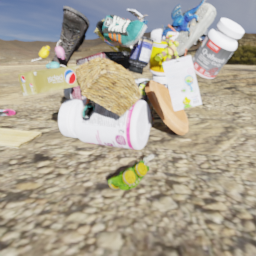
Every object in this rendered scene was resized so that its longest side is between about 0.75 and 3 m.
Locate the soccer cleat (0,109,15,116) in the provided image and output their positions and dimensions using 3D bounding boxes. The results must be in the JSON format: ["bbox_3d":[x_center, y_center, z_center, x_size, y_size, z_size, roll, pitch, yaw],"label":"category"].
[{"bbox_3d":[-5.925,-0.753,13.508,0.919,0.321,0.397,-4,17,-13],"label":"soccer cleat"}]

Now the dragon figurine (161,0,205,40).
[{"bbox_3d":[1.542,-3.176,8.070,0.861,1.733,0.510,12,57,-14],"label":"dragon figurine"}]

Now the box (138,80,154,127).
[{"bbox_3d":[0.744,-0.946,11.424,0.327,1.882,1.036,3,17,19],"label":"box"}]

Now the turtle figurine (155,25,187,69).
[{"bbox_3d":[1.141,-2.187,7.870,0.378,1.173,0.946,18,63,46],"label":"turtle figurine"}]

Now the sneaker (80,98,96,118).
[{"bbox_3d":[-1.059,-0.710,8.122,0.332,0.932,0.372,22,-6,-37],"label":"sneaker"}]

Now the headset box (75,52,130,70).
[{"bbox_3d":[-0.948,-2.624,11.479,1.960,0.757,1.459,-3,9,43],"label":"headset box"}]

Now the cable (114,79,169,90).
[{"bbox_3d":[0.805,-1.806,14.378,2.974,1.030,2.975,-4,-3,-31],"label":"cable"}]

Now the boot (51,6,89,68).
[{"bbox_3d":[-2.533,-3.023,11.117,1.027,2.582,2.966,24,-14,-2],"label":"boot"}]

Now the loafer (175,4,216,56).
[{"bbox_3d":[2.488,-3.558,10.458,0.733,2.100,0.734,12,37,-45],"label":"loafer"}]

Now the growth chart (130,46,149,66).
[{"bbox_3d":[0.308,-3.399,12.028,1.658,0.147,1.200,39,27,-11],"label":"growth chart"}]

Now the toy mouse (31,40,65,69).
[{"bbox_3d":[-2.589,-2.479,10.020,1.115,1.254,0.243,41,-9,-26],"label":"toy mouse"}]

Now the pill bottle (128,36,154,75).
[{"bbox_3d":[0.407,-2.498,9.677,0.684,1.224,0.684,15,11,-3],"label":"pill bottle"}]

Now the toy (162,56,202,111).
[{"bbox_3d":[1.250,-1.022,6.532,0.660,1.147,0.271,-14,4,4],"label":"toy"}]

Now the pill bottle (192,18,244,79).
[{"bbox_3d":[3.108,-2.776,9.903,1.106,1.909,1.106,15,44,-15],"label":"pill bottle"}]

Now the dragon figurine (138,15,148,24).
[{"bbox_3d":[0.471,-3.409,8.927,0.374,0.221,0.753,-27,-9,-35],"label":"dragon figurine"}]

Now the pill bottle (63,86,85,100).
[{"bbox_3d":[-2.669,-2.070,16.385,2.165,1.186,1.186,10,20,31],"label":"pill bottle"}]

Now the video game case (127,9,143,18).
[{"bbox_3d":[0.324,-5.048,12.379,0.558,0.070,0.779,24,11,-34],"label":"video game case"}]

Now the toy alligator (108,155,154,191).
[{"bbox_3d":[0.205,1.144,6.930,0.642,0.465,1.936,-28,-4,40],"label":"toy alligator"}]

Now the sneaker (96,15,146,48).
[{"bbox_3d":[-0.320,-3.051,8.704,0.870,0.777,2.177,30,-6,-33],"label":"sneaker"}]

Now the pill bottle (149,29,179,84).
[{"bbox_3d":[1.511,-3.032,12.024,1.175,2.151,1.175,0,32,0],"label":"pill bottle"}]

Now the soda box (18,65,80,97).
[{"bbox_3d":[-2.028,-1.336,7.773,0.632,0.598,1.867,-3,14,37],"label":"soda box"}]

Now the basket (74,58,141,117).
[{"bbox_3d":[-0.471,-1.208,7.226,1.485,1.060,1.107,28,26,-40],"label":"basket"}]

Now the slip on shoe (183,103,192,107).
[{"bbox_3d":[2.588,-1.770,16.071,2.587,0.784,0.984,15,22,40],"label":"slip on shoe"}]

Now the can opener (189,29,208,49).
[{"bbox_3d":[2.528,-3.799,11.838,0.644,0.807,2.415,26,4,-28],"label":"can opener"}]

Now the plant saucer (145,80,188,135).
[{"bbox_3d":[1.557,-0.835,10.656,0.393,2.433,2.433,-37,3,23],"label":"plant saucer"}]

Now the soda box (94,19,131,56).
[{"bbox_3d":[-0.410,-3.938,12.812,2.249,0.720,0.762,36,-14,-32],"label":"soda box"}]

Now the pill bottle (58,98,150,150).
[{"bbox_3d":[-0.798,-0.210,9.461,2.826,1.602,1.602,6,18,21],"label":"pill bottle"}]

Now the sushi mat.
[{"bbox_3d":[-4.715,0.309,10.215,2.877,0.174,1.376,5,18,18],"label":"sushi mat"}]
